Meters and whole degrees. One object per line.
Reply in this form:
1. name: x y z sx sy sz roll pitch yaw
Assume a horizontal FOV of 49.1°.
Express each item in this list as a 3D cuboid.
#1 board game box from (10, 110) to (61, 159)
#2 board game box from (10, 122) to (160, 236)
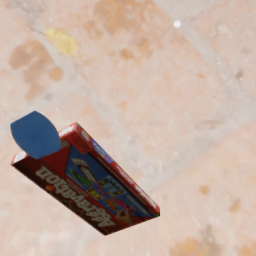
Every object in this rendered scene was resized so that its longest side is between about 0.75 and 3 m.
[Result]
1. board game box: -1.295 0.089 4.045 0.830 0.162 0.655 -22 107 30
2. board game box: -0.658 1.136 5.243 1.407 2.733 0.266 -26 36 20
